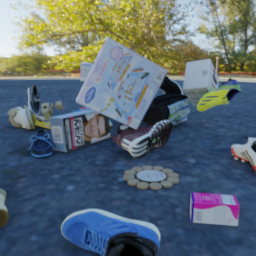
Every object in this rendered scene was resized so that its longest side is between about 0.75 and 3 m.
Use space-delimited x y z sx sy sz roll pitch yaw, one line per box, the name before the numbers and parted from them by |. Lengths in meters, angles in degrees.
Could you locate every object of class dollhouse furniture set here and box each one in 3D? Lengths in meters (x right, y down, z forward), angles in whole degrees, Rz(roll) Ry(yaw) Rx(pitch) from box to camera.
dollhouse furniture set | -3.103 -0.561 11.794 0.858 0.971 0.540 -8 53 -3

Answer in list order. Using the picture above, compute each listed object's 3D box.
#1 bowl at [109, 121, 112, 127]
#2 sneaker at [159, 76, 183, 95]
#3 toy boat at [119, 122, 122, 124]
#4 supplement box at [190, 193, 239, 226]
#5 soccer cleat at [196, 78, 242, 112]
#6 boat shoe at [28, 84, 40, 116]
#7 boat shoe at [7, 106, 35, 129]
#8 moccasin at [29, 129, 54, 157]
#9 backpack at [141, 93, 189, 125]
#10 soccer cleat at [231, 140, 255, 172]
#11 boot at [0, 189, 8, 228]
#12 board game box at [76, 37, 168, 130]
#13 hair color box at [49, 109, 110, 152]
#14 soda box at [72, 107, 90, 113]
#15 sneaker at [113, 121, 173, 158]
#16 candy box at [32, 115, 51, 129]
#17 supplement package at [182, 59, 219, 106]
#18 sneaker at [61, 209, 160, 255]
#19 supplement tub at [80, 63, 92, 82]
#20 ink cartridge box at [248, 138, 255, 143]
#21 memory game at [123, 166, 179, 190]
bowl | -1.189 -0.293 11.904 0.517 0.960 0.960 -42 12 7
sneaker | 1.622 -2.163 13.616 2.174 0.794 1.216 49 27 23
toy boat | -0.149 -0.195 10.278 0.495 0.496 0.759 27 31 -12
supplement box | 1.538 1.459 5.052 0.802 0.406 0.414 3 14 10
soccer cleat | 3.496 -1.131 10.900 0.614 0.794 1.899 15 -43 -45
boat shoe | -4.069 -1.246 12.280 0.497 1.385 0.470 7 -26 -44
boat shoe | -4.582 -0.388 11.933 0.865 0.945 2.530 -16 15 -23
moccasin | -2.822 0.439 8.883 0.713 0.604 1.771 -6 15 -24
backpack | 1.750 -0.829 12.522 1.841 1.735 2.257 6 33 47
soccer cleat | 3.397 0.638 7.696 0.624 0.774 1.818 0 14 -2
boot | -2.896 1.436 4.967 1.390 0.501 1.075 0 13 -25
board game box | -0.179 -1.218 8.013 1.974 1.979 0.407 25 11 -20
hair color box | -1.563 0.014 9.560 0.664 1.084 2.189 4 13 35
soda box | -1.768 -0.509 12.484 0.720 0.762 2.245 3 14 9
sneaker | 0.412 0.093 9.070 1.374 0.900 2.378 24 25 29
candy box | -3.714 -0.257 12.184 0.793 0.205 1.552 19 5 -26
supplement package | 3.132 -1.898 11.972 1.057 1.374 1.437 -1 -25 32
sneaker | -0.323 1.622 3.982 1.525 0.585 0.849 9 6 8
supplement tub | -1.933 -2.557 12.862 0.539 0.817 0.539 3 3 0
ink cartridge box | 4.238 0.533 9.175 0.857 0.291 0.493 3 14 12
memory game | 0.557 1.195 6.850 1.384 0.088 1.384 0 13 0
